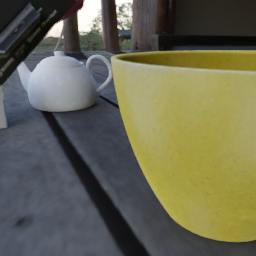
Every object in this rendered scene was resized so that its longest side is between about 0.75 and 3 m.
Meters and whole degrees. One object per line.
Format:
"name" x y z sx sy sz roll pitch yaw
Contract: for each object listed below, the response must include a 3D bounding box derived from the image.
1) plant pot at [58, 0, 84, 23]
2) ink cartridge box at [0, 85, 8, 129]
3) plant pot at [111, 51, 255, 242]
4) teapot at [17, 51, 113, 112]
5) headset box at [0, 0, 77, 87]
"plant pot" -2.327 -3.692 7.675 1.874 2.094 2.094 -25 27 -21
"ink cartridge box" -4.249 -0.785 7.413 1.397 1.422 1.932 -14 22 -35
"plant pot" 1.246 0.129 3.623 2.903 2.061 2.903 0 19 0
"teapot" -2.183 -1.665 9.475 2.456 1.817 2.488 13 21 33
"headset box" -1.931 -1.495 3.671 2.320 1.727 0.896 30 -12 38
